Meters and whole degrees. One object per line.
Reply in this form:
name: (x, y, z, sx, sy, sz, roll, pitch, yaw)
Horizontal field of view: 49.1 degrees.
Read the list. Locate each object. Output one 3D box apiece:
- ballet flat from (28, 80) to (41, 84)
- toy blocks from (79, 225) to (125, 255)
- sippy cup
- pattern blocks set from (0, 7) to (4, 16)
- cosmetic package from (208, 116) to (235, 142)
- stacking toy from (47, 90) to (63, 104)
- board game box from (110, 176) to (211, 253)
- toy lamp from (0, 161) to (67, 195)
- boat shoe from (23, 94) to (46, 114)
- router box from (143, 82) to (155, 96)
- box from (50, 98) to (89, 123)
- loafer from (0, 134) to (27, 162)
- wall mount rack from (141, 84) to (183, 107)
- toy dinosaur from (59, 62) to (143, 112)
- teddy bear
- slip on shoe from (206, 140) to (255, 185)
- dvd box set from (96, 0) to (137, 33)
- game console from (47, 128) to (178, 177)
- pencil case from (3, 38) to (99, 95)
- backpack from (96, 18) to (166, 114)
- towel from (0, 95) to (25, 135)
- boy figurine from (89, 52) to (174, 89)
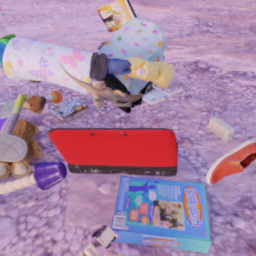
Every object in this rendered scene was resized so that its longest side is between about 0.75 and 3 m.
ballet flat: (-4.363, -2.603, 11.116, 2.285, 0.770, 0.530, 44, 13, -3)
toy blocks: (-0.759, 3.323, 6.091, 1.725, 1.846, 1.554, -44, 13, -34)
sippy cup: (-3.757, -2.572, 9.990, 1.281, 1.748, 1.373, -28, 18, -38)
pattern blocks set: (-4.767, -4.218, 9.868, 0.690, 0.785, 0.064, 1, 70, 36)
cosmetic package: (3.735, 0.024, 11.267, 0.366, 0.542, 1.030, -16, 41, -23)
stacking toy: (-2.841, -1.166, 10.597, 0.577, 0.577, 0.790, 3, 7, 4)
board game box: (0.926, 2.386, 8.046, 2.600, 0.585, 1.978, 5, 37, 6)
toy lamp: (-2.714, 1.373, 6.874, 2.507, 0.730, 0.730, -18, 36, 8)
boat shoe: (-3.459, -0.880, 9.903, 0.642, 0.658, 1.739, 22, -10, -36)
router box: (0.556, -2.176, 14.253, 1.138, 0.472, 1.519, 21, 42, 26)
box: (-2.615, -0.801, 12.568, 0.975, 0.284, 1.425, 30, 46, 34)
loafer: (-3.140, 0.270, 5.824, 2.037, 0.640, 0.732, 19, 79, -15)
wall mount rack: (1.422, -1.632, 13.255, 2.154, 0.803, 1.872, -29, 46, -32)
toy dinosaur: (-0.708, -0.893, 6.970, 2.326, 0.677, 1.176, 19, 12, -16)
teddy bear: (-4.024, 0.816, 10.128, 1.837, 0.846, 2.534, -19, 48, -12)
slip on shoe: (2.388, 0.839, 6.328, 1.432, 0.530, 0.438, -36, 42, 5)
dvd box set: (-0.398, -4.259, 10.628, 1.394, 1.020, 0.205, -4, 43, 36)
game console: (-0.154, 0.261, 6.545, 2.586, 1.535, 2.228, 1, 24, 11)
pencil case: (-2.098, -1.735, 7.906, 2.659, 1.105, 1.206, 11, 74, 3)
backpack: (0.086, -2.281, 9.719, 2.402, 1.822, 2.878, 42, 79, 9)
towel: (-3.514, 0.203, 7.577, 1.646, 0.261, 2.291, -3, 62, 53)
boy figurine: (0.162, -1.476, 7.280, 2.313, 0.745, 1.438, 2, 14, -34)
